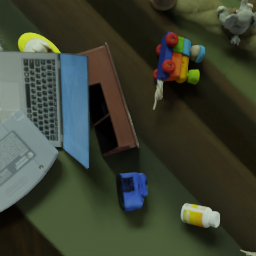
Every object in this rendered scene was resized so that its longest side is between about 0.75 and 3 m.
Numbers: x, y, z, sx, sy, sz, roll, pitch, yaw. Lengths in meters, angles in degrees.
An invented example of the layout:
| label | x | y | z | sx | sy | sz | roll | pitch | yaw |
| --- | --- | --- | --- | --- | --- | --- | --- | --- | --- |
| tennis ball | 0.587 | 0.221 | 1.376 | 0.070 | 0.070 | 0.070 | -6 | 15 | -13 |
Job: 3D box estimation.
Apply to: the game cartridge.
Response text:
| label | x | y | z | sx | sy | sz | roll | pitch | yaw |
| --- | --- | --- | --- | --- | --- | --- | --- | --- | --- |
| game cartridge | -3.483 | 1.124 | 7.788 | 2.892 | 0.585 | 1.928 | -40 | 92 | -3 |

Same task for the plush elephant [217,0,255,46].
| label | x | y | z | sx | sy | sz | roll | pitch | yaw |
| --- | --- | --- | --- | --- | --- | --- | --- | --- | --- |
| plush elephant | 3.384 | -3.330 | 8.417 | 1.119 | 1.052 | 1.359 | 1 | 81 | 0 |

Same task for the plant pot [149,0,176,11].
| label | x | y | z | sx | sy | sz | roll | pitch | yaw |
| --- | --- | --- | --- | --- | --- | --- | --- | --- | --- |
| plant pot | 1.116 | -4.287 | 8.712 | 0.901 | 0.782 | 0.901 | 0 | 80 | 0 |

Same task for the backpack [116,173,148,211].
| label | x | y | z | sx | sy | sz | roll | pitch | yaw |
| --- | --- | --- | --- | --- | --- | --- | --- | --- | --- |
| backpack | 0.119 | 1.751 | 7.740 | 0.853 | 0.826 | 1.016 | -4 | 80 | -3 |

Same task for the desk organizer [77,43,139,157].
| label | x | y | z | sx | sy | sz | roll | pitch | yaw |
| --- | --- | --- | --- | --- | --- | --- | --- | --- | --- |
| desk organizer | -0.665 | -0.726 | 8.004 | 1.137 | 1.059 | 2.954 | -17 | 81 | 2 |

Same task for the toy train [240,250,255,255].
| label | x | y | z | sx | sy | sz | roll | pitch | yaw |
| --- | --- | --- | --- | --- | --- | --- | --- | --- | --- |
| toy train | 3.601 | 3.791 | 7.606 | 1.311 | 0.555 | 0.759 | 12 | 95 | 2 |

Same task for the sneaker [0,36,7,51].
| label | x | y | z | sx | sy | sz | roll | pitch | yaw |
| --- | --- | --- | --- | --- | --- | --- | --- | --- | --- |
| sneaker | -4.144 | -2.139 | 8.466 | 0.962 | 0.625 | 1.666 | -23 | 83 | -1 |

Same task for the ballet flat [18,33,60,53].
| label | x | y | z | sx | sy | sz | roll | pitch | yaw |
| --- | --- | --- | --- | --- | --- | --- | --- | --- | --- |
| ballet flat | -2.325 | -1.947 | 8.264 | 0.927 | 0.930 | 2.775 | -41 | 83 | -5 |

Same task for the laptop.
| label | x | y | z | sx | sy | sz | roll | pitch | yaw |
| --- | --- | --- | --- | --- | --- | --- | --- | --- | --- |
| laptop | -2.292 | -0.544 | 7.194 | 2.878 | 1.668 | 2.694 | 2 | 105 | 1 |

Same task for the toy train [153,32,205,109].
| label | x | y | z | sx | sy | sz | roll | pitch | yaw |
| --- | --- | --- | --- | --- | --- | --- | --- | --- | --- |
| toy train | 1.490 | -1.539 | 8.270 | 1.338 | 0.978 | 2.312 | 10 | 81 | -12 |

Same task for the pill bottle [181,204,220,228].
| label | x | y | z | sx | sy | sz | roll | pitch | yaw |
| --- | --- | --- | --- | --- | --- | --- | --- | --- | --- |
| pill bottle | 1.960 | 2.389 | 7.586 | 0.931 | 0.525 | 0.525 | 1 | 79 | 37 |
